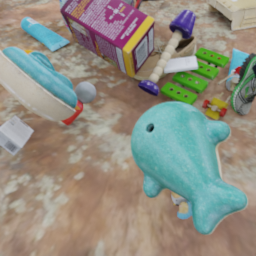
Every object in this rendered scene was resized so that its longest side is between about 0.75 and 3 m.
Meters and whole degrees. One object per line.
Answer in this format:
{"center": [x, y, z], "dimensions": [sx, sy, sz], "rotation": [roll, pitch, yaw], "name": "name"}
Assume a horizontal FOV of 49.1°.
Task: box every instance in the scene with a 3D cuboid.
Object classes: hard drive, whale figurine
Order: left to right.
{"center": [1.642, -2.002, 8.869], "dimensions": [1.022, 0.136, 0.674], "rotation": [-5, 41, 10], "name": "hard drive"}
{"center": [0.879, 0.519, 4.734], "dimensions": [1.894, 1.235, 2.381], "rotation": [-42, 44, 15], "name": "whale figurine"}

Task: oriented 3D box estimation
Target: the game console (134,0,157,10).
{"center": [1.022, -4.387, 9.741], "dimensions": [2.331, 1.605, 2.705], "rotation": [-9, 4, -9], "name": "game console"}

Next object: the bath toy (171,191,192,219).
{"center": [1.128, 1.323, 5.975], "dimensions": [0.586, 0.498, 1.348], "rotation": [26, 21, -13], "name": "bath toy"}

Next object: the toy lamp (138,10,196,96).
{"center": [1.233, -2.301, 8.517], "dimensions": [0.784, 0.784, 2.693], "rotation": [26, 88, 23], "name": "toy lamp"}

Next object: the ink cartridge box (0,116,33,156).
{"center": [-2.816, 0.151, 6.924], "dimensions": [0.309, 0.670, 1.229], "rotation": [-44, 16, 9], "name": "ink cartridge box"}

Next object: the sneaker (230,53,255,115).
{"center": [3.430, -1.069, 7.806], "dimensions": [0.734, 1.882, 0.802], "rotation": [-29, 50, -25], "name": "sneaker"}

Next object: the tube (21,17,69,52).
{"center": [-3.481, -3.828, 11.475], "dimensions": [2.296, 0.579, 0.889], "rotation": [36, 64, 24], "name": "tube"}

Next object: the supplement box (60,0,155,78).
{"center": [-0.540, -2.902, 8.408], "dimensions": [2.485, 1.627, 1.282], "rotation": [34, 82, 11], "name": "supplement box"}

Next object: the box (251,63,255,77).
{"center": [3.891, -1.454, 6.365], "dimensions": [1.525, 1.132, 0.816], "rotation": [-4, 63, -12], "name": "box"}

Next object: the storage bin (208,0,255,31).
{"center": [5.007, -5.407, 12.697], "dimensions": [2.024, 0.955, 2.039], "rotation": [-13, 48, -12], "name": "storage bin"}

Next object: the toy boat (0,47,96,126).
{"center": [-1.858, -1.033, 6.925], "dimensions": [2.420, 2.878, 1.338], "rotation": [38, 90, 27], "name": "toy boat"}

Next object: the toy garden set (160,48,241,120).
{"center": [2.541, -1.379, 8.873], "dimensions": [2.024, 0.485, 2.428], "rotation": [31, 63, 27], "name": "toy garden set"}

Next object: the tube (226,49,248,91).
{"center": [3.822, -2.064, 9.630], "dimensions": [0.799, 0.520, 2.064], "rotation": [27, 53, 5], "name": "tube"}

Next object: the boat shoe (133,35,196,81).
{"center": [1.260, -2.539, 9.896], "dimensions": [2.861, 0.923, 1.020], "rotation": [-30, 53, -26], "name": "boat shoe"}

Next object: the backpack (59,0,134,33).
{"center": [-1.152, -4.734, 10.990], "dimensions": [2.809, 2.493, 2.114], "rotation": [-31, 48, -21], "name": "backpack"}
